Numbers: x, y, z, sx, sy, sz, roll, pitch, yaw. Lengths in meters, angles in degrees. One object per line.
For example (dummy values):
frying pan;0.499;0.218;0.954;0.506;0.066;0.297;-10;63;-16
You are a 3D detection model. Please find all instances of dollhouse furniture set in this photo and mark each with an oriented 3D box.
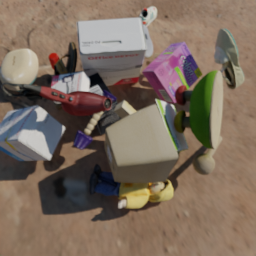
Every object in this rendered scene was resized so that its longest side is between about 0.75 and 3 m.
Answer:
dollhouse furniture set;1.090;-2.143;10.650;1.085;0.621;1.272;10;97;9

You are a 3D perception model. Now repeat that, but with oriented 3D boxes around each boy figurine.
boy figurine;0.097;1.816;8.407;2.489;0.802;1.548;9;34;10

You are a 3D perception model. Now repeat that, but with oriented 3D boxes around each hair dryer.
hair dryer;-1.730;-0.683;7.402;2.625;1.999;0.713;4;94;-1

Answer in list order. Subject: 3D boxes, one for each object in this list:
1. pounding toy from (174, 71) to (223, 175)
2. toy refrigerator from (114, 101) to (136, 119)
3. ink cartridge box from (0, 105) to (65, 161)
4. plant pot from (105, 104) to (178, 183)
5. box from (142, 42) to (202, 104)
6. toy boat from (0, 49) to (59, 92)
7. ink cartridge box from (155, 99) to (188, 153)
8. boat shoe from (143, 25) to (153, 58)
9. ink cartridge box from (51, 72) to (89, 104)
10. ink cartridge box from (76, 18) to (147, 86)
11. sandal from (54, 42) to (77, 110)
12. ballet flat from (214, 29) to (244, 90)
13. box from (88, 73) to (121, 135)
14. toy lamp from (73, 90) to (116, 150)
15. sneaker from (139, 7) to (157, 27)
pounding toy;1.996;-0.267;8.320;1.327;2.860;2.208;5;34;24
toy refrigerator;0.063;-0.390;8.811;0.992;0.377;0.347;41;45;-23
ink cartridge box;-3.150;0.224;8.798;1.696;1.238;1.244;-6;52;38
plant pot;0.208;0.615;7.673;1.487;1.678;1.680;-13;60;-14
box;1.541;-1.882;9.657;1.581;1.390;0.764;-45;26;-15
toy boat;-3.693;-2.209;10.919;2.466;1.146;2.073;-7;54;4
ink cartridge box;1.053;0.054;8.539;0.812;2.145;1.585;-21;81;20
boat shoe;0.574;-3.130;10.282;0.437;0.399;1.215;-14;86;-24
ink cartridge box;-1.869;-1.279;8.984;1.133;0.478;0.820;-5;68;18
ink cartridge box;-0.589;-2.516;9.800;2.065;2.844;1.186;-6;78;-5
sandal;-2.391;-1.937;10.145;0.694;1.039;2.543;16;90;-24
ballet flat;3.269;-2.159;9.248;0.783;2.253;0.783;-23;39;20
box;-1.003;-0.808;9.702;0.923;1.463;1.488;-27;62;-11
toy lamp;-1.036;-0.206;8.571;0.559;0.559;1.919;33;91;18
sneaker;0.923;-5.251;12.875;0.521;0.692;1.480;26;63;15
